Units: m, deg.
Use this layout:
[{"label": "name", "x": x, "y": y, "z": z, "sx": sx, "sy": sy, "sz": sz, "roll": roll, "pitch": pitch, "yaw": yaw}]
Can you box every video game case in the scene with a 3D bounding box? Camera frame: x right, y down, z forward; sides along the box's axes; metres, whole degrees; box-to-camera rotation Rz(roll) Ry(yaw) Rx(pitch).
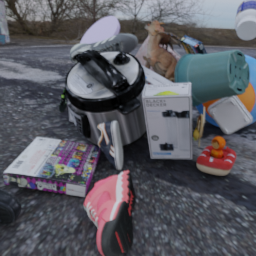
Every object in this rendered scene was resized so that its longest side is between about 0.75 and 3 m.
[{"label": "video game case", "x": -2.028, "y": 1.021, "z": 8.085, "sx": 2.128, "sy": 0.420, "sz": 2.348, "roll": 8, "pitch": 21, "yaw": 0}]

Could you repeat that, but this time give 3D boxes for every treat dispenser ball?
[{"label": "treat dispenser ball", "x": 4.158, "y": -1.450, "z": 11.327, "sx": 2.993, "sy": 2.993, "sz": 2.993, "roll": 0, "pitch": 21, "yaw": 0}]

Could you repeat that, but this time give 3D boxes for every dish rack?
[{"label": "dish rack", "x": 3.566, "y": -0.418, "z": 9.841, "sx": 1.132, "sy": 1.319, "sz": 0.287, "roll": -34, "pitch": 9, "yaw": 32}]

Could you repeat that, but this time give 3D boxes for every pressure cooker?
[{"label": "pressure cooker", "x": -0.629, "y": -1.075, "z": 8.992, "sx": 2.577, "sy": 2.930, "sz": 2.617, "roll": 4, "pitch": 51, "yaw": 15}]

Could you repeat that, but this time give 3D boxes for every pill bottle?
[{"label": "pill bottle", "x": 4.080, "y": -3.638, "z": 9.416, "sx": 0.917, "sy": 0.917, "sz": 1.532, "roll": 8, "pitch": 47, "yaw": 20}]

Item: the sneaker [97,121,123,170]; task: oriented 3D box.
[{"label": "sneaker", "x": -0.516, "y": 0.527, "z": 8.213, "sx": 0.611, "sy": 1.539, "sz": 0.604, "roll": -3, "pitch": 20, "yaw": 11}]

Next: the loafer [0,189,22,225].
[{"label": "loafer", "x": -3.542, "y": 1.459, "z": 6.530, "sx": 2.896, "sy": 0.983, "sz": 1.017, "roll": 7, "pitch": 31, "yaw": 26}]

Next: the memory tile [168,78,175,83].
[{"label": "memory tile", "x": 1.791, "y": -1.471, "z": 9.993, "sx": 1.085, "sy": 0.832, "sz": 0.091, "roll": -28, "pitch": 26, "yaw": -1}]

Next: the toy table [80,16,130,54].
[{"label": "toy table", "x": -1.165, "y": -3.983, "z": 13.841, "sx": 2.498, "sy": 1.592, "sz": 2.718, "roll": 24, "pitch": 70, "yaw": 34}]

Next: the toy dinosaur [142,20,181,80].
[{"label": "toy dinosaur", "x": 1.351, "y": -2.441, "z": 10.302, "sx": 1.866, "sy": 2.754, "sz": 1.182, "roll": -42, "pitch": 30, "yaw": -15}]

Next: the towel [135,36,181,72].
[{"label": "towel", "x": 1.237, "y": -1.968, "z": 11.500, "sx": 2.830, "sy": 2.703, "sz": 0.456, "roll": 47, "pitch": 36, "yaw": 17}]

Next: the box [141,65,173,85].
[{"label": "box", "x": 0.791, "y": -1.246, "z": 10.204, "sx": 0.529, "sy": 2.004, "sz": 2.570, "roll": -42, "pitch": 58, "yaw": -19}]

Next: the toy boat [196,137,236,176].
[{"label": "toy boat", "x": 2.615, "y": 0.733, "z": 8.238, "sx": 0.985, "sy": 0.987, "sz": 1.510, "roll": 10, "pitch": 24, "yaw": 28}]

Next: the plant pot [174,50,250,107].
[{"label": "plant pot", "x": 2.637, "y": -1.565, "z": 8.610, "sx": 1.737, "sy": 1.737, "sz": 1.701, "roll": -19, "pitch": 12, "yaw": -39}]

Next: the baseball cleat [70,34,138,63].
[{"label": "baseball cleat", "x": -0.888, "y": -2.883, "z": 10.779, "sx": 2.703, "sy": 0.943, "sz": 1.439, "roll": -14, "pitch": 35, "yaw": 3}]

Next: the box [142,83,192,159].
[{"label": "box", "x": 1.164, "y": -0.137, "z": 7.953, "sx": 1.300, "sy": 2.228, "sz": 0.670, "roll": 1, "pitch": 38, "yaw": 13}]

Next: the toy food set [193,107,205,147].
[{"label": "toy food set", "x": 1.903, "y": -0.028, "z": 7.598, "sx": 0.213, "sy": 1.062, "sz": 0.733, "roll": 6, "pitch": 51, "yaw": 10}]

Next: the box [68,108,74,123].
[{"label": "box", "x": -0.929, "y": -0.563, "z": 11.734, "sx": 2.801, "sy": 0.842, "sz": 1.634, "roll": 15, "pitch": 26, "yaw": 28}]

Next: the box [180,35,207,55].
[{"label": "box", "x": 2.533, "y": -2.537, "z": 10.105, "sx": 0.289, "sy": 1.535, "sz": 1.048, "roll": -40, "pitch": 38, "yaw": 2}]

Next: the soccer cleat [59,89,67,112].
[{"label": "soccer cleat", "x": -3.158, "y": -1.350, "z": 13.632, "sx": 0.392, "sy": 1.162, "sz": 0.471, "roll": 8, "pitch": -18, "yaw": 12}]

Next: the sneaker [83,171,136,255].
[{"label": "sneaker", "x": -0.472, "y": 1.846, "z": 6.047, "sx": 1.105, "sy": 0.939, "sz": 2.547, "roll": -11, "pitch": 16, "yaw": 9}]
